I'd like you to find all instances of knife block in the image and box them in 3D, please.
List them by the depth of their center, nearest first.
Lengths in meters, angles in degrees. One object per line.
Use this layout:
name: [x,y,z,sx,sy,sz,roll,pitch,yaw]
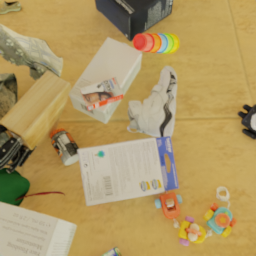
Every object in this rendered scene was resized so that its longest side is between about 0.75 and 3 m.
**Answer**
knife block: [-3.050,-0.140,8.233,0.913,2.506,2.855,29,111,10]

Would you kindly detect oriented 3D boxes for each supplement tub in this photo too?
supplement tub: [-2.027,0.593,9.039,0.678,0.678,1.106,-32,70,-12]

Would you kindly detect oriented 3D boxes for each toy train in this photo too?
toy train: [2.048,2.474,8.269,2.342,0.651,1.759,-8,68,-3]

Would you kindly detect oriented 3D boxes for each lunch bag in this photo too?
lunch bag: [-4.920,-0.752,9.147,2.194,1.573,2.676,-6,61,-1]

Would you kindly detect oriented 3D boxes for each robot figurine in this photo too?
robot figurine: [4.330,-0.246,9.286,1.366,1.027,0.853,37,52,14]

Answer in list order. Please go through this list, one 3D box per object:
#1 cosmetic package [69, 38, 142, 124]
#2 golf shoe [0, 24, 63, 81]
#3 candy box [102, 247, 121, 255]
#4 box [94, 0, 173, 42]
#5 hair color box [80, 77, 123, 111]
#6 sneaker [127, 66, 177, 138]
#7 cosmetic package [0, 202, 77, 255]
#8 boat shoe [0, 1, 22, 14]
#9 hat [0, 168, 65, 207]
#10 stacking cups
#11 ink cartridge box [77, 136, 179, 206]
cosmetic package: [-0.723,-1.665,9.737,1.408,1.110,2.617,28,70,11]
golf shoe: [-3.487,-2.731,9.753,1.082,2.765,1.344,-18,44,40]
candy box: [-0.470,4.035,7.603,0.990,0.451,1.171,-34,72,4]
box: [0.219,-5.082,11.043,2.314,1.359,2.276,-38,72,-13]
hair color box: [-0.816,-1.062,8.721,1.190,0.380,0.660,-21,73,-8]
sneaker: [0.796,-0.948,9.487,1.549,1.012,2.694,6,71,0]
cosmetic package: [-2.684,3.297,7.247,1.779,1.780,2.158,11,68,10]
boat shoe: [-5.017,-5.014,11.500,1.169,0.445,0.419,-15,68,-6]
hat: [-3.012,1.703,7.998,1.407,1.598,1.324,-12,96,31]
stacking cups: [1.022,-2.942,9.624,0.765,2.529,0.765,7,106,27]
ink cartridge box: [0.005,1.267,8.584,2.851,0.598,1.701,-9,85,-3]
